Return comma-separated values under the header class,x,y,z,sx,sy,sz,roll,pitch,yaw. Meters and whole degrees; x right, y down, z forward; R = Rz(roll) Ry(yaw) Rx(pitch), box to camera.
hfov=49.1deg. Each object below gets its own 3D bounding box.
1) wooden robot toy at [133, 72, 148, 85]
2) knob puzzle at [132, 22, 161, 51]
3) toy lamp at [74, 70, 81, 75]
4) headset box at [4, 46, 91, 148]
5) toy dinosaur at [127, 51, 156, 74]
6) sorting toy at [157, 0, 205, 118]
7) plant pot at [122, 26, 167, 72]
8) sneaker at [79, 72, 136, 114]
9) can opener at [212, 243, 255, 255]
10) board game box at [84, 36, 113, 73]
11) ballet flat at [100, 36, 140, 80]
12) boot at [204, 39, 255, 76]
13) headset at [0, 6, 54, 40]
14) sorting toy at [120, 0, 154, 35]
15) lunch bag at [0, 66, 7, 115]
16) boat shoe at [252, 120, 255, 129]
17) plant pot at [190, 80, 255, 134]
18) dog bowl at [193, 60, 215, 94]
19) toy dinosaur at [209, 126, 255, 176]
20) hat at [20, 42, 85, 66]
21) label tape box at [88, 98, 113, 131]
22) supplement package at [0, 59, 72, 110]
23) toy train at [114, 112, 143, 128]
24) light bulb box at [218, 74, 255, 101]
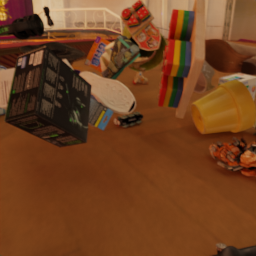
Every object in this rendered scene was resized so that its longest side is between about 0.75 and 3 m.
class,x,y,z,sx,sy,sz,roll,pitch,yaw
wooden robot toy,0.860,-3.073,18.089,0.869,0.844,1.916,34,20,-11
knob puzzle,0.902,-3.757,11.758,1.268,1.268,0.176,-5,18,-11
toy lamp,-2.338,-1.947,10.986,0.531,0.531,1.825,6,24,14
headset box,-1.401,-0.493,5.414,0.727,1.365,1.568,-11,-25,25
toy dinosaur,0.314,-2.355,10.176,2.075,0.604,1.049,5,4,37
sorting toy,1.535,-2.114,8.502,0.919,2.639,2.623,8,59,3
plant pot,0.555,-4.252,13.455,2.149,2.149,2.297,-4,48,-10
sneaker,-0.450,-0.829,7.394,1.757,0.708,1.287,29,-1,16
can opener,2.230,2.364,5.157,1.752,0.689,0.555,-6,-16,-22
board game box,-0.904,-2.830,11.404,1.195,1.196,1.195,28,9,-2
ballet flat,-0.418,-2.174,8.953,1.016,1.016,2.737,-9,-5,-21
boot,4.093,-2.417,9.589,2.058,0.989,2.815,-16,42,-30
headset,-3.846,-4.019,10.682,1.506,1.146,2.439,3,23,35
sorting toy,0.291,-4.583,11.435,1.137,1.131,0.396,62,15,24
lunch bag,-6.468,-1.520,11.896,1.199,2.337,2.908,18,30,35
boat shoe,5.210,0.188,10.039,0.616,0.754,2.041,30,12,-34
plant pot,3.467,-0.616,10.599,1.828,1.943,1.943,-19,25,-4
dog bowl,2.807,-2.096,11.346,0.463,1.579,1.579,-34,34,-17
toy dinosaur,3.599,0.923,8.133,1.663,1.251,2.450,-29,53,-25
hat,-2.831,-2.513,10.644,2.424,0.978,2.424,4,30,-2
label tape box,-0.813,-0.331,6.624,0.759,0.547,0.240,31,-15,-12
supplement package,-2.529,-1.129,8.051,1.958,1.073,1.114,-9,-9,1
toy train,0.009,-0.356,11.574,1.239,0.528,0.706,-18,16,-31
light bulb box,4.932,-1.502,12.775,1.622,1.636,1.021,-17,28,-34
